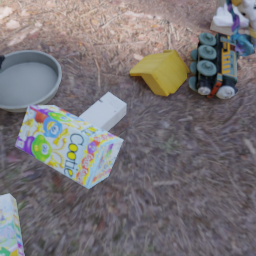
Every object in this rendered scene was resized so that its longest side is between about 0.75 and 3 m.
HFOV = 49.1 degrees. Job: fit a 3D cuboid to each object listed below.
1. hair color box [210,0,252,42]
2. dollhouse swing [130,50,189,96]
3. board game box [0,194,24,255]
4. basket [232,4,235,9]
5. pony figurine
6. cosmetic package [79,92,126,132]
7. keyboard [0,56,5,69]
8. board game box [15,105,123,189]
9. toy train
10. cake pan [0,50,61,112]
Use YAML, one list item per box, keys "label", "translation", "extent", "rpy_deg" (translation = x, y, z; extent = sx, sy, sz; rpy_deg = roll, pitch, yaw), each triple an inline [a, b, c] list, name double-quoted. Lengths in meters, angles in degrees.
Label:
- label: "hair color box"
  translation: [4.590, -3.949, 9.901]
  extent: [2.900, 1.608, 0.927]
  rpy_deg: [24, 60, 15]
- label: "dollhouse swing"
  translation: [0.983, -1.773, 9.268]
  extent: [1.252, 1.211, 1.378]
  rpy_deg: [51, 62, -17]
- label: "board game box"
  translation: [-3.794, 2.800, 6.046]
  extent: [2.822, 0.483, 1.897]
  rpy_deg: [-17, 58, -11]
- label: "basket"
  translation: [3.075, -3.907, 7.250]
  extent: [1.118, 1.228, 1.812]
  rpy_deg: [-30, 98, -52]
- label: "pony figurine"
  translation: [2.931, -2.241, 6.056]
  extent: [2.308, 1.922, 2.228]
  rpy_deg: [50, 39, -17]
- label: "cosmetic package"
  translation: [-0.739, -0.338, 8.126]
  extent: [0.741, 0.533, 1.313]
  rpy_deg: [35, 62, 19]
- label: "keyboard"
  translation: [-3.814, -1.593, 7.496]
  extent: [1.072, 0.229, 1.786]
  rpy_deg: [-15, 59, -1]
- label: "board game box"
  translation: [-1.103, 0.286, 5.328]
  extent: [1.668, 0.875, 0.859]
  rpy_deg: [26, 103, 15]
- label: "toy train"
  translation: [2.811, -2.045, 9.016]
  extent: [1.467, 1.097, 2.574]
  rpy_deg: [13, 57, -2]
- label: "cake pan"
  translation: [-3.340, -1.473, 8.932]
  extent: [2.495, 0.458, 2.495]
  rpy_deg: [0, 56, 0]
